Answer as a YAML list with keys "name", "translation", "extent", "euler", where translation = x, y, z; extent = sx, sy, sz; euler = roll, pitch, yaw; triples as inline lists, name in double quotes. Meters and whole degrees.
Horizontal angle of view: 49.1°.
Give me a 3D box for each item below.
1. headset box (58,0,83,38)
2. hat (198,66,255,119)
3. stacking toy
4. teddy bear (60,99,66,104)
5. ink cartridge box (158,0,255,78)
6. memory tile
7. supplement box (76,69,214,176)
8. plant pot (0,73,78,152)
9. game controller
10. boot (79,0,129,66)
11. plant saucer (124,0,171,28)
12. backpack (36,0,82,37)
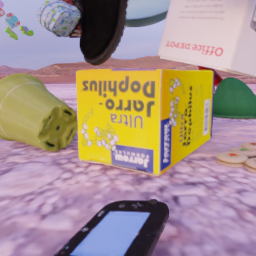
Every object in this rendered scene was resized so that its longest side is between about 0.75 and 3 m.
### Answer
- name: "headset box"
  translation: [-1.288, -3.017, 6.775]
  extent: [0.491, 1.309, 0.973]
  euler: [4, 53, 19]
- name: "hat"
  translation: [3.574, -1.610, 9.422]
  extent: [2.669, 2.349, 2.211]
  euler: [-5, 12, -23]
- name: "stacking toy"
  translation: [-3.267, -3.062, 7.392]
  extent: [1.213, 1.609, 0.378]
  euler: [15, 61, 48]
- name: "teddy bear"
  translation: [-2.757, -0.754, 9.915]
  extent: [1.514, 0.506, 1.098]
  euler: [-9, 16, -38]
- name: "ink cartridge box"
  translation: [2.034, -2.759, 6.038]
  extent: [1.249, 2.917, 2.153]
  euler: [0, 19, -37]
- name: "memory tile"
  translation: [2.412, 0.504, 4.197]
  extent: [1.840, 0.154, 1.410]
  euler: [11, 15, 44]
- name: "supplement box"
  translation: [0.482, -0.311, 4.992]
  extent: [1.428, 1.437, 2.624]
  euler: [6, 12, 30]
- name: "plant pot"
  translation: [-1.689, -0.179, 5.263]
  extent: [1.341, 1.413, 1.413]
  euler: [24, 23, 34]
- name: "game controller"
  translation: [-0.101, 0.842, 2.144]
  extent: [0.636, 0.257, 1.219]
  euler: [4, 11, 20]
- name: "boot"
  translation: [-0.999, -2.882, 5.813]
  extent: [1.025, 2.723, 2.036]
  euler: [14, 0, 45]
- name: "plant saucer"
  translation: [0.451, -4.002, 9.237]
  extent: [2.742, 0.493, 2.742]
  euler: [-6, 45, 6]
- name: "backpack"
  translation: [-1.434, -2.270, 5.812]
  extent: [0.920, 0.750, 0.707]
  euler: [14, 36, -56]
